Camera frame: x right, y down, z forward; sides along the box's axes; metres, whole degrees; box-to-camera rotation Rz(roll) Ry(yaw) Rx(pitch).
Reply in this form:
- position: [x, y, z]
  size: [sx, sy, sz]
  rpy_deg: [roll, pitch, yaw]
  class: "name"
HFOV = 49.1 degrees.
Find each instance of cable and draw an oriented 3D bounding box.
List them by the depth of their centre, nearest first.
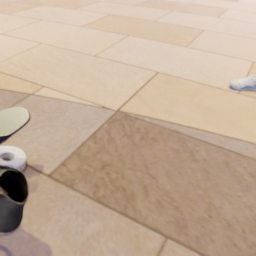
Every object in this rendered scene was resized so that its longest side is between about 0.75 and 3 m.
- position: [-4.158, 1.089, 9.569]
  size: [1.280, 0.443, 1.280]
  rpy_deg: [11, 29, -17]
  class: "cable"

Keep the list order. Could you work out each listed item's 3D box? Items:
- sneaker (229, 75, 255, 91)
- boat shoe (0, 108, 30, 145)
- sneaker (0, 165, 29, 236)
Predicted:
- position: [5.930, -2.251, 13.782]
  size: [1.776, 0.717, 0.680]
  rpy_deg: [3, 40, 6]
  class: "sneaker"
- position: [-3.749, 0.060, 8.269]
  size: [2.117, 0.716, 0.760]
  rpy_deg: [-31, 78, 8]
  class: "boat shoe"
- position: [-2.816, 0.904, 5.627]
  size: [2.368, 1.258, 0.886]
  rpy_deg: [43, 34, 11]
  class: "sneaker"
